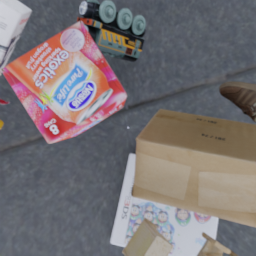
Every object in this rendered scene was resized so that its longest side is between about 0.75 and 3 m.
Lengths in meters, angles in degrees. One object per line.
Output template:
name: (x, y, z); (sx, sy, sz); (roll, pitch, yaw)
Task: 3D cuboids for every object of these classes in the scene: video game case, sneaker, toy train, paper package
video game case: (1.149, 2.276, 7.989); (2.833, 0.336, 2.578); (12, 77, 3)
sneaker: (2.666, -0.539, 6.090); (0.697, 1.979, 0.748); (16, 94, -28)
toy train: (-0.376, -2.348, 6.881); (0.876, 2.055, 1.171); (26, 107, 39)
paper package: (1.493, 0.616, 5.627); (2.384, 2.272, 1.233); (9, 111, 16)

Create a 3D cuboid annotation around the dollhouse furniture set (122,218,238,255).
dollhouse furniture set: (0.852, 2.410, 4.640); (1.729, 1.125, 1.588); (36, 81, -3)

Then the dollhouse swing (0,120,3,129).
dollhouse swing: (-3.270, 0.515, 5.717); (1.872, 1.935, 2.129); (0, 60, 30)

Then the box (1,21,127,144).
box: (-0.983, -0.681, 5.451); (1.424, 2.857, 1.364); (-31, 92, -2)

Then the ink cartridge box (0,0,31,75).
ink cartridge box: (-3.149, -1.972, 6.424); (0.897, 1.540, 2.128); (27, 107, -22)

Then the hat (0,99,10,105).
hat: (-2.806, -0.577, 4.830); (0.966, 1.166, 1.027); (-40, 110, -15)
